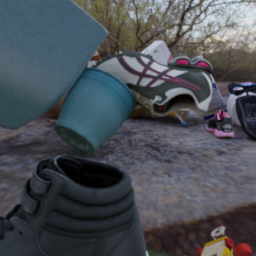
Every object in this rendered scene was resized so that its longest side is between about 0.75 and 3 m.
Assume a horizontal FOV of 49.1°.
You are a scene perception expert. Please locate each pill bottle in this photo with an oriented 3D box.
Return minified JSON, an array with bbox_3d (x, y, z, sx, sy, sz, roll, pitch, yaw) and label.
[{"bbox_3d":[4.032,-0.765,9.389,1.360,1.360,2.423,4,14,20],"label":"pill bottle"}]

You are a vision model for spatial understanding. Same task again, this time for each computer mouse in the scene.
[{"bbox_3d":[3.554,-0.434,7.939,1.294,1.868,0.492,-1,-28,0],"label":"computer mouse"}]

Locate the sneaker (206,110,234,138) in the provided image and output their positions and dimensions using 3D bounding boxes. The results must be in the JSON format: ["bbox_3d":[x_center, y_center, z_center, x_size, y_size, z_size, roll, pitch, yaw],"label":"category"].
[{"bbox_3d":[2.713,-0.182,8.243,0.608,0.734,1.540,-2,10,-1],"label":"sneaker"}]

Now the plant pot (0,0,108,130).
[{"bbox_3d":[-2.724,-1.640,5.768,2.771,2.831,2.779,29,2,41],"label":"plant pot"}]

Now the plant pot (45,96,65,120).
[{"bbox_3d":[-2.287,-0.659,9.822,1.042,1.052,1.052,3,12,29],"label":"plant pot"}]

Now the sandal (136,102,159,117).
[{"bbox_3d":[0.461,-0.935,8.963,0.833,0.599,2.098,-17,-46,38],"label":"sandal"}]

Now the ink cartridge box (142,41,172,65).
[{"bbox_3d":[0.910,-2.443,10.992,1.639,1.194,0.695,-40,25,-8],"label":"ink cartridge box"}]

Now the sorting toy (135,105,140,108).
[{"bbox_3d":[0.019,-0.858,11.292,1.107,0.187,0.534,-4,3,36],"label":"sorting toy"}]

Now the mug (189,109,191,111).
[{"bbox_3d":[2.194,-0.932,11.796,1.011,0.746,0.886,14,8,-20],"label":"mug"}]

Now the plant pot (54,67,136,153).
[{"bbox_3d":[-0.827,-0.282,6.305,1.551,1.551,1.458,9,58,37],"label":"plant pot"}]

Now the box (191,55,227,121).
[{"bbox_3d":[2.688,-1.404,10.057,0.896,1.709,1.571,-25,46,19],"label":"box"}]

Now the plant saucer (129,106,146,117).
[{"bbox_3d":[0.878,-0.974,11.299,2.417,0.356,2.417,-21,11,4],"label":"plant saucer"}]

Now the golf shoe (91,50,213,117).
[{"bbox_3d":[0.436,-0.956,6.271,2.873,1.266,1.109,1,-28,8],"label":"golf shoe"}]

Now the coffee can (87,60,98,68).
[{"bbox_3d":[-1.446,-2.388,11.730,0.580,0.793,0.580,12,-4,1],"label":"coffee can"}]

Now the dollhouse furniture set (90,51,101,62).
[{"bbox_3d":[-0.804,-1.702,8.868,1.725,1.744,0.898,-18,51,-3],"label":"dollhouse furniture set"}]

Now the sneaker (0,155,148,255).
[{"bbox_3d":[-0.960,0.808,2.387,2.304,1.142,0.814,-3,14,-9],"label":"sneaker"}]

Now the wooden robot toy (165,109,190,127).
[{"bbox_3d":[1.560,-0.793,9.973,1.087,1.055,2.395,8,14,4],"label":"wooden robot toy"}]

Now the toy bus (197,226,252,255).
[{"bbox_3d":[0.771,1.214,2.349,0.685,0.354,0.646,-32,-5,-14],"label":"toy bus"}]
